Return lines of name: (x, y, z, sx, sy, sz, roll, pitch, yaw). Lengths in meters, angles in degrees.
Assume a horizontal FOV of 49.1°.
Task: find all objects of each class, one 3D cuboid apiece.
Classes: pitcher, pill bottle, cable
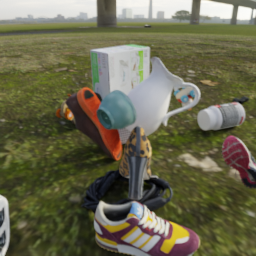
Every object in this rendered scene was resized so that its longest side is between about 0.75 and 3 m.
pitcher: (0.978, -0.768, 9.345, 2.097, 2.445, 1.482, 34, 3, 9)
pill bottle: (3.885, -0.459, 11.760, 1.762, 1.003, 1.003, -10, 26, -22)
cable: (-0.149, 1.661, 7.626, 2.397, 0.609, 1.956, -12, 26, -22)

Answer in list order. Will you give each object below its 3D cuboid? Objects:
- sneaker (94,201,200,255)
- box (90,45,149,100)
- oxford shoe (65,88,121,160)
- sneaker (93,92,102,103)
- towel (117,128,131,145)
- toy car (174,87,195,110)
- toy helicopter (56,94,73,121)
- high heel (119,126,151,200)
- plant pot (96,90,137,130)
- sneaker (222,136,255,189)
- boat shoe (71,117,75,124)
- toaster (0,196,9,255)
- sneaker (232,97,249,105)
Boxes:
sneaker: (0.385, 2.159, 6.014, 2.315, 1.043, 0.867, 3, 25, 6)
box: (-0.319, -2.344, 13.559, 2.595, 2.941, 1.422, -21, 31, -36)
oxford shoe: (-1.101, -0.018, 9.381, 0.972, 2.680, 0.954, -19, 18, 29)
sneaker: (-1.154, -0.918, 12.540, 0.602, 1.544, 0.658, -39, 6, -16)
towel: (-0.326, 0.065, 10.397, 1.345, 1.114, 0.576, -13, -1, -14)
toy car: (2.168, -1.014, 10.156, 0.707, 0.799, 0.737, -31, 29, -1)
toy helicopter: (-1.952, -0.674, 10.160, 0.523, 0.877, 1.326, 12, -5, 28)
high heel: (0.232, 0.597, 7.518, 0.869, 1.736, 2.435, 3, 13, -2)
plant pot: (-0.320, -0.314, 6.127, 0.582, 0.869, 0.869, -35, 40, -31)
sneaker: (3.082, 0.895, 7.638, 0.659, 1.635, 0.611, -24, 19, 31)
boat shoe: (-2.146, -0.652, 12.583, 0.819, 0.821, 2.276, -7, 22, 15)
toaster: (-3.445, 2.177, 5.153, 1.887, 1.660, 2.922, 1, 9, -7)
sneaker: (5.962, -1.391, 14.711, 0.883, 0.335, 0.401, -11, 36, -7)
